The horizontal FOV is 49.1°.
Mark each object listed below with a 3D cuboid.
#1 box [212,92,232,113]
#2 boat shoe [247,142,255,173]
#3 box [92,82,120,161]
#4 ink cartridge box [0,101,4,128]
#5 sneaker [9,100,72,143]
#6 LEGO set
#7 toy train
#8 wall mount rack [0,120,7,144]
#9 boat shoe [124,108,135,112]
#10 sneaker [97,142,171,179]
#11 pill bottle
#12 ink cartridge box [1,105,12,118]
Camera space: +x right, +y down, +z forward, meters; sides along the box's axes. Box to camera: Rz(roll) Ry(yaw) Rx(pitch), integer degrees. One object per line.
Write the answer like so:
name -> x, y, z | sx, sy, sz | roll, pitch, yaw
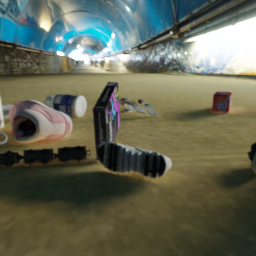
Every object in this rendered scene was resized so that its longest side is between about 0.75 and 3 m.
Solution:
box -> 4.347, -1.219, 12.942 | 0.748, 0.781, 1.567 | 6, 15, 22
boat shoe -> 2.815, 0.640, 6.129 | 0.340, 0.408, 1.093 | -25, 15, 40
box -> -0.502, -0.229, 7.005 | 0.334, 1.322, 1.849 | 3, 29, 8
ink cartridge box -> -4.938, -0.464, 8.911 | 1.199, 1.231, 1.915 | 1, 14, 6
sneaker -> -3.110, -0.241, 8.425 | 2.709, 1.020, 1.416 | 14, 14, 33
LEGO set -> 0.369, -0.868, 12.129 | 1.403, 0.461, 1.879 | 11, 22, -14
toy train -> -1.960, 0.647, 6.285 | 2.204, 0.376, 0.505 | -3, -4, -10
wall mount rack -> -3.304, 0.119, 6.263 | 1.127, 0.420, 0.979 | 19, 41, -21
boat shoe -> 0.163, -0.957, 12.853 | 0.369, 0.314, 1.103 | 7, 15, 26
sneaker -> 0.107, 0.666, 5.902 | 1.685, 0.633, 0.683 | 12, 6, 27
pill bottle -> -2.617, -0.943, 11.594 | 1.592, 0.883, 0.883 | 6, 15, 22
ink cartridge box -> -5.781, -0.727, 11.597 | 1.997, 0.501, 1.620 | 16, 20, 41
